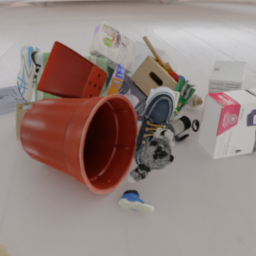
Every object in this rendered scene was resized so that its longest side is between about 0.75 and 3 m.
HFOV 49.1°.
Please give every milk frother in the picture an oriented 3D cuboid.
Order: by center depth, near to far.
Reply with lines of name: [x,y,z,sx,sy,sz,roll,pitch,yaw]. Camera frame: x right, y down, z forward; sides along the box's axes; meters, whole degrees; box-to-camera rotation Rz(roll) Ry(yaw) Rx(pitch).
milk frother: [1.960,-0.026,10.051,0.867,0.922,0.832,-24,75,-30]

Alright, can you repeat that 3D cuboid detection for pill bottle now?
pill bottle: [1.029,-0.869,8.031,0.806,0.448,0.448,12,34,9]

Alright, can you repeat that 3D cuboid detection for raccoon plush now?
raccoon plush: [0.494,0.539,6.402,1.392,0.674,0.933,-31,15,23]

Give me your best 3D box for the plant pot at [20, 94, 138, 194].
plant pot: [-1.541,0.261,8.418,2.711,2.787,2.787,10,32,31]

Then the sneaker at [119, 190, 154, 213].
sneaker: [0.276,1.951,7.611,0.967,0.371,0.538,5,40,21]

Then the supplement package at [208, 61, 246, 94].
supplement package: [3.786,-1.833,10.709,1.180,0.840,1.515,9,43,23]

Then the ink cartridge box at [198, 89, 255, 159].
ink cartridge box: [3.888,-0.198,9.351,2.654,1.921,1.119,-7,31,-14]

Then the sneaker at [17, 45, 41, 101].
sneaker: [-3.564,-1.966,10.181,0.734,2.027,0.728,5,8,6]

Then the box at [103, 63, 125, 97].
box: [-0.557,-1.484,10.315,0.373,1.800,1.072,24,35,-12]

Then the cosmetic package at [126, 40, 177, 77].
cosmetic package: [0.689,-2.646,13.127,2.153,1.328,2.160,-51,44,0]

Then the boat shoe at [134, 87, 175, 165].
boat shoe: [0.743,0.057,7.794,0.820,2.319,1.052,13,41,-4]

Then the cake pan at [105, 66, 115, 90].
cake pan: [-0.979,-2.210,11.942,1.421,0.261,1.421,9,65,-19]

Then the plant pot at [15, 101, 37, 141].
plant pot: [-3.751,-0.354,10.677,1.175,1.041,1.176,-11,33,-16]

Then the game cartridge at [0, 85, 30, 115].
game cartridge: [-5.930,-1.145,12.454,2.803,0.573,1.866,-18,33,-26]

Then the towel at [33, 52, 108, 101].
towel: [-2.335,-1.839,11.194,2.896,2.209,0.339,6,27,-1]

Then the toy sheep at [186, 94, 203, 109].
toy sheep: [2.750,-1.173,12.315,1.106,0.763,0.763,13,33,33]

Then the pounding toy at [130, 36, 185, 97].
pounding toy: [1.239,-2.009,10.611,2.161,1.537,1.990,50,24,18]

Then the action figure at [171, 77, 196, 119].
action figure: [1.776,-0.928,9.538,0.830,1.405,0.384,31,-6,-22]

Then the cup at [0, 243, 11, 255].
cup: [-3.224,2.752,5.599,1.615,1.155,1.615,1,32,0]

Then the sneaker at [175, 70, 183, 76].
sneaker: [1.618,-2.389,14.223,1.641,0.903,2.241,11,37,35]

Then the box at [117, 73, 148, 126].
box: [0.113,-1.147,11.206,1.013,1.167,1.766,28,21,-50]

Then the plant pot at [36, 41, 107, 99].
plant pot: [-1.699,-1.634,9.357,1.491,1.691,1.692,24,4,18]

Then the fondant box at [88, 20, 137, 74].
fondant box: [-0.569,-3.199,11.384,1.905,1.374,0.555,25,-21,-37]

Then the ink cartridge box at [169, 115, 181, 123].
ink cartridge box: [1.616,-0.369,10.935,0.904,0.380,0.660,37,41,-1]
